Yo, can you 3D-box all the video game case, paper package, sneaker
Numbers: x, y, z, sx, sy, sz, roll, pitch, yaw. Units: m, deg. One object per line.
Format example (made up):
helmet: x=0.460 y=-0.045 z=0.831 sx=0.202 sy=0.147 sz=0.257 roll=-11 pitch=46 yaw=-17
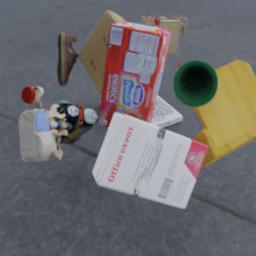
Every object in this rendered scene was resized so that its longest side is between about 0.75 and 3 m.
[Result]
video game case: x=0.509 y=-0.780 z=12.308 sx=2.578 sy=0.336 sz=2.833 roll=-18 pitch=41 yaw=-22
paper package: x=-0.523 y=-2.639 z=10.324 sx=1.233 sy=2.272 sz=2.384 roll=11 pitch=38 yaw=-47
sneaker: x=-2.221 y=-2.547 z=10.502 sx=0.748 sy=1.979 sz=0.697 roll=0 pitch=2 yaw=-27

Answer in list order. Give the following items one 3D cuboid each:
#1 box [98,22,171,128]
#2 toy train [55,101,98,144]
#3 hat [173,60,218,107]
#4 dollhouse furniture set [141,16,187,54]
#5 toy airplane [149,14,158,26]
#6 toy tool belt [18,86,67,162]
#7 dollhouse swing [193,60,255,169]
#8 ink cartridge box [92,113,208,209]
box: x=0.170 y=-1.381 z=7.920 sx=1.424 sy=2.857 sz=1.364 roll=15 pitch=26 yaw=11
toy train: x=-1.706 y=-0.089 z=7.887 sx=1.171 sy=2.055 sz=0.876 roll=9 pitch=66 yaw=-34
hat: x=1.547 y=-1.094 z=6.600 sx=0.966 sy=1.166 sz=1.027 roll=0 pitch=7 yaw=9
dollhouse furniture set: x=1.391 y=-3.560 z=10.630 sx=1.588 sy=1.125 sz=1.729 roll=-2 pitch=27 yaw=-6
toy airplane: x=0.943 y=-4.436 z=12.937 sx=1.751 sy=1.751 sz=0.322 roll=25 pitch=39 yaw=29
toy tool belt: x=-1.608 y=-0.051 z=5.397 sx=0.880 sy=1.409 sz=0.866 roll=-6 pitch=-4 yaw=29
dollhouse swing: x=2.498 y=-0.337 z=7.447 sx=2.129 sy=1.935 sz=1.872 roll=-26 pitch=74 yaw=-12
ink cartridge box: x=0.463 y=0.723 z=6.250 sx=2.128 sy=1.540 sz=0.897 roll=20 pitch=2 yaw=-19
